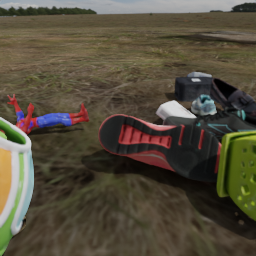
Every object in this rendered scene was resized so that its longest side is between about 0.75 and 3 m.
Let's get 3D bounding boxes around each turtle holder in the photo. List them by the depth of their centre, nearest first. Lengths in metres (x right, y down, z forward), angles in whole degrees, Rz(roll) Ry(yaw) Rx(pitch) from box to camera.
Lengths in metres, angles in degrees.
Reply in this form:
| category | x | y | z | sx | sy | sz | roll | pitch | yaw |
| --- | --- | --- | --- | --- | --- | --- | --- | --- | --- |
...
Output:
| category | x | y | z | sx | sy | sz | roll | pitch | yaw |
| --- | --- | --- | --- | --- | --- | --- | --- | --- | --- |
| turtle holder | -1.953 | 0.663 | 3.550 | 1.758 | 1.643 | 2.313 | 33 | 0 | 5 |

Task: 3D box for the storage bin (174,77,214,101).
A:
| category | x | y | z | sx | sy | sz | roll | pitch | yaw |
| --- | --- | --- | --- | --- | --- | --- | --- | --- | --- |
| storage bin | 2.690 | -1.559 | 11.088 | 1.544 | 0.724 | 1.044 | 0 | 24 | -3 |

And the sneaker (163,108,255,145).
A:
| category | x | y | z | sx | sy | sz | roll | pitch | yaw |
| --- | --- | --- | --- | --- | --- | --- | --- | --- | --- |
| sneaker | 2.146 | -0.054 | 6.648 | 2.609 | 1.034 | 0.984 | 11 | 30 | 12 |

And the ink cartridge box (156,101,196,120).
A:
| category | x | y | z | sx | sy | sz | roll | pitch | yaw |
| --- | --- | --- | --- | --- | --- | --- | --- | --- | --- |
| ink cartridge box | 1.512 | -0.318 | 8.283 | 1.093 | 0.340 | 1.359 | 40 | 23 | 12 |

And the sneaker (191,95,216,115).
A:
| category | x | y | z | sx | sy | sz | roll | pitch | yaw |
| --- | --- | --- | --- | --- | --- | --- | --- | --- | --- |
| sneaker | 2.501 | -0.772 | 9.168 | 0.623 | 0.693 | 1.605 | -10 | 17 | -3 |

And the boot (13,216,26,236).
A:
| category | x | y | z | sx | sy | sz | roll | pitch | yaw |
| --- | --- | --- | --- | --- | --- | --- | --- | --- | --- |
| boot | -2.085 | 1.616 | 4.306 | 0.413 | 0.403 | 1.094 | 12 | 24 | 31 |

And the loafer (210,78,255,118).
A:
| category | x | y | z | sx | sy | sz | roll | pitch | yaw |
| --- | --- | --- | --- | --- | --- | --- | --- | --- | --- |
| loafer | 3.373 | -0.994 | 9.117 | 0.787 | 0.689 | 2.189 | -27 | 35 | -7 |

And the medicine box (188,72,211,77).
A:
| category | x | y | z | sx | sy | sz | roll | pitch | yaw |
| --- | --- | --- | --- | --- | --- | --- | --- | --- | --- |
| medicine box | 3.066 | -2.104 | 12.184 | 0.768 | 0.434 | 0.843 | 9 | 0 | -8 |

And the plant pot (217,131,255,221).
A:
| category | x | y | z | sx | sy | sz | roll | pitch | yaw |
| --- | --- | --- | --- | --- | --- | --- | --- | --- | --- |
| plant pot | 2.413 | 0.725 | 4.942 | 1.394 | 1.387 | 1.265 | -4 | 12 | -29 |

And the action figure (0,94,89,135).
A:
| category | x | y | z | sx | sy | sz | roll | pitch | yaw |
| --- | --- | --- | --- | --- | --- | --- | --- | --- | --- |
| action figure | -2.434 | -0.471 | 7.879 | 2.397 | 1.186 | 0.782 | -17 | 25 | -12 |

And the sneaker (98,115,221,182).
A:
| category | x | y | z | sx | sy | sz | roll | pitch | yaw |
| --- | --- | --- | --- | --- | --- | --- | --- | --- | --- |
| sneaker | 0.844 | 0.392 | 6.293 | 2.889 | 1.065 | 1.253 | 17 | -5 | 12 |
